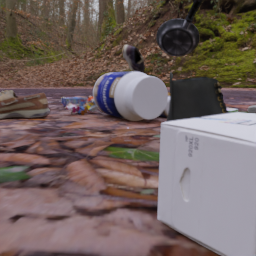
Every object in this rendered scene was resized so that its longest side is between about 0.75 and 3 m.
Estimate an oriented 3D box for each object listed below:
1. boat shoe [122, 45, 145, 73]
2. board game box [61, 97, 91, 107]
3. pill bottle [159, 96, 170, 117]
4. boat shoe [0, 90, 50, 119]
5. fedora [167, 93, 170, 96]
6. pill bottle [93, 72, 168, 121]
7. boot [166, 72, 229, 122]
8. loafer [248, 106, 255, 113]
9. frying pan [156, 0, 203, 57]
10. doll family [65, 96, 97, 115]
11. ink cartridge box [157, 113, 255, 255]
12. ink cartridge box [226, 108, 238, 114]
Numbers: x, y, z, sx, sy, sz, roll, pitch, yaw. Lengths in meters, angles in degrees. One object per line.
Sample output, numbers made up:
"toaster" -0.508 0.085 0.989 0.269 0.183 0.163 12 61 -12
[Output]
"boat shoe" 0.328 -2.663 11.043 0.547 0.607 1.688 17 -14 30
"board game box" -2.742 -1.395 14.797 1.391 0.429 1.392 -3 10 -21
"pill bottle" 1.284 -0.831 10.614 0.776 0.776 1.398 -6 12 -31
"boat shoe" -4.309 -0.869 10.122 2.806 1.007 1.063 -3 11 -19
"fedora" 2.153 -1.216 12.877 1.843 0.752 1.843 0 9 0
"pill bottle" 0.015 -1.130 9.794 1.647 1.647 2.846 -5 11 -29
"boot" 1.661 -0.129 4.521 2.173 1.503 0.842 1 10 1
"loafer" 5.429 -0.756 11.284 0.397 0.398 1.138 -17 18 -36
"frying pan" 2.267 -3.639 10.575 1.669 0.449 2.760 35 -40 -24
"doll family" -1.828 -0.820 11.481 1.456 0.656 0.904 -24 26 -22
"ink cartridge box" 1.104 0.433 2.728 1.374 1.012 0.994 -9 14 -39
"ink cartridge box" 3.624 -0.532 10.189 0.577 0.329 1.111 8 13 38
